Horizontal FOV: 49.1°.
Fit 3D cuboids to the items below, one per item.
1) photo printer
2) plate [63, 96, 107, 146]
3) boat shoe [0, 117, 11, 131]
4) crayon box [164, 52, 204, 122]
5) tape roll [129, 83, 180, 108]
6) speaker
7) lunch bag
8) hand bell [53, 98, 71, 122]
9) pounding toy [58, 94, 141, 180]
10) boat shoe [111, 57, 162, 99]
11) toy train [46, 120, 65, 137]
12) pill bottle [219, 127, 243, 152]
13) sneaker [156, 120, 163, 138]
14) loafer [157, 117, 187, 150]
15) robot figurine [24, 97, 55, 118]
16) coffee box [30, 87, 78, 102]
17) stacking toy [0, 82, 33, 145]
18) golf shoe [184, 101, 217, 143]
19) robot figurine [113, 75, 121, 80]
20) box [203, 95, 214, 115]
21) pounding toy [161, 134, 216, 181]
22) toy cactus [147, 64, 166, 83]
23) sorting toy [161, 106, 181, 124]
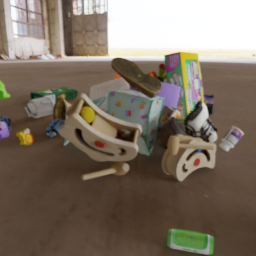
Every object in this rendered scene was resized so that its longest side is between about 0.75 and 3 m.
[{"bbox_3d":[-0.847,-1.633,13.790,2.113,0.734,1.758,-15,42,11],"label":"photo printer"},{"bbox_3d":[-1.579,-0.329,9.864,0.294,2.301,2.301,40,20,-3],"label":"plate"},{"bbox_3d":[-5.107,-0.192,11.376,0.603,0.739,1.757,-13,23,-15],"label":"boat shoe"},{"bbox_3d":[2.622,-1.896,12.741,0.846,2.903,2.505,-4,9,32],"label":"crayon box"},{"bbox_3d":[0.950,-1.280,10.488,1.891,0.803,1.891,11,6,-1],"label":"tape roll"},{"bbox_3d":[1.114,2.048,5.044,0.787,0.348,0.348,4,18,14],"label":"speaker"},{"bbox_3d":[0.145,-0.184,9.171,1.653,1.941,1.183,18,19,25],"label":"lunch bag"},{"bbox_3d":[-1.939,-0.613,12.612,2.500,1.302,1.302,2,13,-38],"label":"hand bell"},{"bbox_3d":[-0.564,0.466,6.816,1.430,2.501,1.434,-18,44,35],"label":"pounding toy"},{"bbox_3d":[0.170,-1.428,8.188,1.691,0.571,0.609,35,55,7],"label":"boat shoe"},{"bbox_3d":[-2.856,0.003,11.031,0.492,0.373,0.861,9,42,17],"label":"toy train"},{"bbox_3d":[3.219,0.361,8.792,0.418,0.750,0.418,40,-2,1],"label":"pill bottle"},{"bbox_3d":[1.073,0.101,10.575,0.770,0.724,1.880,36,20,13],"label":"sneaker"},{"bbox_3d":[1.356,0.193,9.263,0.918,0.944,2.586,-34,-11,8],"label":"loafer"},{"bbox_3d":[-4.212,-1.007,13.645,1.345,0.896,1.586,-29,-4,40],"label":"robot figurine"},{"bbox_3d":[-4.568,-2.047,17.480,1.537,0.550,2.500,16,24,40],"label":"coffee box"},{"bbox_3d":[-4.166,-0.293,8.921,1.636,2.170,0.510,-13,17,21],"label":"stacking toy"},{"bbox_3d":[2.516,-0.087,9.305,1.152,0.948,2.438,37,-4,20],"label":"golf shoe"},{"bbox_3d":[0.152,-2.386,16.697,1.582,1.952,2.713,-13,6,28],"label":"robot figurine"},{"bbox_3d":[3.639,-1.394,15.492,2.098,0.530,2.934,5,17,16],"label":"box"},{"bbox_3d":[1.746,0.897,7.582,2.062,1.179,1.183,10,9,-39],"label":"pounding toy"},{"bbox_3d":[1.343,-1.582,12.830,1.321,2.583,2.131,7,9,8],"label":"toy cactus"},{"bbox_3d":[1.398,-0.389,11.510,0.711,1.197,1.330,39,4,-39],"label":"sorting toy"}]
